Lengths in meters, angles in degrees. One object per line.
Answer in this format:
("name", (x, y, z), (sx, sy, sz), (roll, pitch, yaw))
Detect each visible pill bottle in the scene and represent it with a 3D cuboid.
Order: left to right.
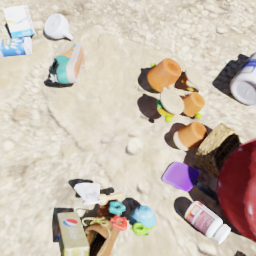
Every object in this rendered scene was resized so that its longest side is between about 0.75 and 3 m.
("pill bottle", (1.682, 2.007, 5.964), (0.479, 0.479, 0.875), (-38, 53, -22))
("pill bottle", (3.808, -1.576, 8.069), (1.047, 1.047, 1.810), (33, 63, 19))

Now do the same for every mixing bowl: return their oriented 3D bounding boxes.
("mixing bowl", (2.960, 1.375, 5.280), (2.388, 1.294, 2.388), (1, 95, 13))

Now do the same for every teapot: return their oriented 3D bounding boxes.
("teapot", (-2.347, -3.367, 9.497), (0.883, 0.654, 0.895), (-11, 73, 26))

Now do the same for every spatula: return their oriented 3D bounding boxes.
("spatula", (1.934, 1.541, 6.515), (2.325, 0.239, 0.657), (30, 66, 16))

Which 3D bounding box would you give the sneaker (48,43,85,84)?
("sneaker", (-1.789, -1.953, 8.260), (0.840, 0.750, 2.102), (-4, 34, 5))

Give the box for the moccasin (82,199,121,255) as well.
("moccasin", (-0.614, 2.180, 5.791), (0.632, 0.667, 1.728), (2, 50, 31))

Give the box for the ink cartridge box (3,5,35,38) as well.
("ink cartridge box", (-3.560, -3.506, 9.211), (0.659, 0.911, 0.671), (-12, 26, -3))

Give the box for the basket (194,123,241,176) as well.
("basket", (2.299, 0.502, 6.882), (0.815, 0.781, 1.095), (38, 65, 23))

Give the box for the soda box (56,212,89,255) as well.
("soda box", (-1.119, 2.161, 5.498), (0.448, 1.324, 0.424), (3, 99, -20))

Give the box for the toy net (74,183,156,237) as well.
("toy net", (-0.366, 1.725, 5.881), (1.893, 0.366, 0.993), (17, 29, 17))

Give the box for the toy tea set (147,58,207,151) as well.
("toy tea set", (1.279, -0.667, 7.744), (1.669, 1.039, 2.807), (23, 51, -21))

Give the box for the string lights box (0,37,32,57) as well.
("string lights box", (-3.727, -2.659, 9.206), (1.049, 0.309, 0.539), (-7, 57, -5))
